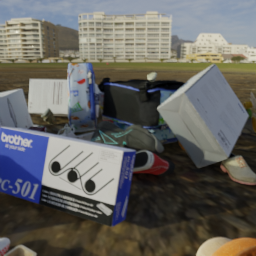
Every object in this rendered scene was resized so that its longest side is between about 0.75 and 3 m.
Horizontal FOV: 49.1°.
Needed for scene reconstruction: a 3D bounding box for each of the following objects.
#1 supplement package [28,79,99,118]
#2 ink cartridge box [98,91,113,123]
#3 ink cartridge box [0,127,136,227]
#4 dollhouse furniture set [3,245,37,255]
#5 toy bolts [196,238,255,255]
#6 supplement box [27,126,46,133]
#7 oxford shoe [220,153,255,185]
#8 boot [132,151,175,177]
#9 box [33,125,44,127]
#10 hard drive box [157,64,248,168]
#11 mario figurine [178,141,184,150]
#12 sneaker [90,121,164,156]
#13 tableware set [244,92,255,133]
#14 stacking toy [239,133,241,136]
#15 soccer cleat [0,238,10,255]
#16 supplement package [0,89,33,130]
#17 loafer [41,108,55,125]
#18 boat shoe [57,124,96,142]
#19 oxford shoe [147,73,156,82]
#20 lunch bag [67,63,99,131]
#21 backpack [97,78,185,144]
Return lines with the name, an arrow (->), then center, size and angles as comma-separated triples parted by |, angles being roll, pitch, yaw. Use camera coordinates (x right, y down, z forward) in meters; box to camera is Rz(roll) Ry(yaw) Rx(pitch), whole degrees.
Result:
supplement package -> -2.916, -1.341, 13.024 | 2.853, 1.563, 1.623 | 3, -1, 10
ink cartridge box -> -0.500, -0.859, 11.394 | 1.160, 1.598, 0.666 | -2, 30, 10
ink cartridge box -> -1.372, 0.866, 5.629 | 2.911, 1.369, 0.644 | 10, 0, 23
dollhouse furniture set -> -2.094, 1.684, 3.700 | 1.130, 1.012, 1.426 | 10, 18, 32
toy bolts -> 2.202, 1.336, 3.118 | 2.622, 2.505, 1.819 | 15, 3, -15
supplement box -> -2.689, 0.576, 7.841 | 0.507, 0.907, 1.666 | 0, 15, -5
oxford shoe -> 2.792, 1.003, 7.091 | 0.501, 0.522, 1.415 | -4, 15, -15
boot -> 0.329, 1.012, 7.264 | 1.194, 0.599, 1.654 | 23, -23, -40
box -> -4.174, 0.358, 9.656 | 1.653, 0.416, 2.291 | 3, 17, 11
hard drive box -> 2.306, -0.446, 8.176 | 1.010, 2.049, 2.629 | -31, 6, 43
mario figurine -> 2.179, 0.174, 9.528 | 0.933, 0.801, 1.511 | 28, 29, 14
sneaker -> -0.173, 0.545, 7.932 | 2.768, 1.043, 1.097 | 7, 52, 51
tableware set -> 4.369, -0.212, 9.686 | 0.290, 1.275, 1.893 | -11, 48, 8
stacking toy -> 4.000, -0.222, 10.538 | 0.904, 0.904, 1.238 | -1, 54, -3
soccer cleat -> -2.151, 1.876, 4.147 | 0.328, 0.408, 0.957 | 7, 17, 24
supplement package -> -3.960, -0.252, 8.292 | 1.345, 1.341, 2.294 | -10, 16, 3
loafer -> -3.269, -0.444, 11.712 | 0.473, 0.510, 1.357 | 39, -12, -2
boat shoe -> -1.885, 0.225, 9.298 | 1.877, 0.800, 0.693 | -2, 24, -13
oxford shoe -> 0.723, -1.482, 8.289 | 0.301, 0.231, 0.801 | -26, 12, 6
lunch bag -> -1.620, -1.023, 10.018 | 1.020, 2.163, 2.699 | -1, -20, -9
backpack -> 0.840, -0.620, 9.851 | 2.955, 2.171, 2.704 | -9, 17, -42
